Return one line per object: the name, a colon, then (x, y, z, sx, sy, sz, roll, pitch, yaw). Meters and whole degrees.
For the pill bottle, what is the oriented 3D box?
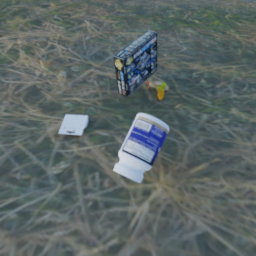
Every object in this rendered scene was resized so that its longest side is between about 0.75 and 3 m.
pill bottle: (0.288, 0.482, 6.608, 0.865, 0.865, 1.495, 23, 82, 26)

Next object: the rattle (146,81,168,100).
rattle: (0.990, -1.390, 10.405, 0.934, 0.668, 0.608, 11, 5, 37)

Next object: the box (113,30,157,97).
box: (0.329, -2.216, 9.653, 0.443, 1.530, 1.925, 27, 55, 28)

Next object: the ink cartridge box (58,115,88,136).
ink cartridge box: (-1.693, -0.045, 8.710, 0.736, 0.258, 0.906, 4, 47, 4)
